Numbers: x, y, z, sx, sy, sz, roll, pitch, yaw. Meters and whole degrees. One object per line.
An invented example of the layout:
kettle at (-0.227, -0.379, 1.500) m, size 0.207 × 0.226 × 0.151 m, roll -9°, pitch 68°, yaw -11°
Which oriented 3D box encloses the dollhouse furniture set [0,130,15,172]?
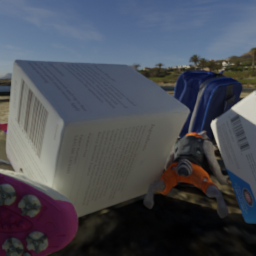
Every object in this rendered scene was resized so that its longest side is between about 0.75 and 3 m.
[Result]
dollhouse furniture set at (-3.134, 0.853, 5.958) m, size 2.401 × 1.205 × 1.573 m, roll 19°, pitch 33°, yaw 4°

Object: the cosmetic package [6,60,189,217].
cosmetic package at (-0.599, 0.084, 4.763) m, size 2.261 × 1.865 × 1.864 m, roll -7°, pitch 38°, yaw -38°

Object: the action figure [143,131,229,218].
action figure at (1.383, 0.647, 5.027) m, size 2.139 × 1.119 × 2.069 m, roll -10°, pitch 22°, yaw 21°

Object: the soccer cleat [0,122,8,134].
soccer cleat at (-4.698, 0.079, 10.496) m, size 1.785 × 0.595 × 0.683 m, roll -15°, pitch -31°, yaw -16°

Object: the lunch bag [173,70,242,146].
lunch bag at (2.416, -0.634, 8.567) m, size 1.633 × 2.404 × 1.590 m, roll -14°, pitch 35°, yaw -36°

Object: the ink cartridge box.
ink cartridge box at (2.122, 0.260, 3.404) m, size 0.944 × 1.635 × 2.254 m, roll -11°, pitch -15°, yaw -12°

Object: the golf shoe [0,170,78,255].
golf shoe at (-1.906, 0.951, 3.919) m, size 2.937 × 1.106 × 1.344 m, roll 4°, pitch 8°, yaw 18°
